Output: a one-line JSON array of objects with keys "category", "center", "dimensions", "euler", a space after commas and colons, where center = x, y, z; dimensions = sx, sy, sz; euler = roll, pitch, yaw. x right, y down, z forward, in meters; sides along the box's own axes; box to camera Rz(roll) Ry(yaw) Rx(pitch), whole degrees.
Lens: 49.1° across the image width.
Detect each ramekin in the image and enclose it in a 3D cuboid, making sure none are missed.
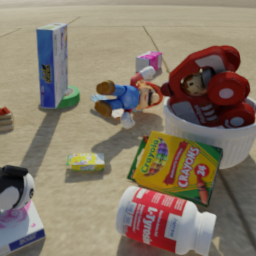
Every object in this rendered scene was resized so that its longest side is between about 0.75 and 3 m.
[{"category": "ramekin", "center": [2.484, -0.019, 8.626], "dimensions": [2.898, 1.521, 2.898], "euler": [0, 30, 0]}]

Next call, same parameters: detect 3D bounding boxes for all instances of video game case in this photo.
[{"category": "video game case", "center": [-2.841, -2.471, 10.763], "dimensions": [0.630, 2.773, 2.513], "euler": [4, 24, -2]}]

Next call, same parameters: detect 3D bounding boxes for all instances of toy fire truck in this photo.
[{"category": "toy fire truck", "center": [2.218, -0.934, 8.076], "dimensions": [2.310, 2.751, 1.543], "euler": [-15, 43, 28]}]

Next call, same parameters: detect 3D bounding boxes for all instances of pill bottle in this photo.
[{"category": "pill bottle", "center": [0.764, 1.916, 5.717], "dimensions": [1.854, 1.041, 1.041], "euler": [11, 31, 20]}]

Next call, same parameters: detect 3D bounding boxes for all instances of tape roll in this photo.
[{"category": "tape roll", "center": [-2.941, -1.377, 12.152], "dimensions": [1.668, 0.401, 1.668], "euler": [1, 29, 0]}]

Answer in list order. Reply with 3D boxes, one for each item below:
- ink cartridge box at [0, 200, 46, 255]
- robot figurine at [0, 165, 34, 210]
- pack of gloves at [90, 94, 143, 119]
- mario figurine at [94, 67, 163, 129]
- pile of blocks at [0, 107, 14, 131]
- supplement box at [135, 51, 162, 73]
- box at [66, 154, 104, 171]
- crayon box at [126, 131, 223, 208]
[{"category": "ink cartridge box", "center": [-2.959, 2.060, 6.147], "dimensions": [1.771, 0.391, 1.804], "euler": [-18, 36, -28]}, {"category": "robot figurine", "center": [-2.667, 1.266, 5.833], "dimensions": [1.069, 0.887, 1.422], "euler": [-13, -22, 37]}, {"category": "pack of gloves", "center": [-0.469, -0.936, 11.574], "dimensions": [1.715, 0.403, 2.041], "euler": [-17, 41, -36]}, {"category": "mario figurine", "center": [0.331, -1.126, 10.095], "dimensions": [2.982, 1.840, 1.580], "euler": [-12, 60, -45]}, {"category": "pile of blocks", "center": [-5.402, -0.437, 10.068], "dimensions": [2.637, 0.819, 1.082], "euler": [2, 30, 4]}, {"category": "supplement box", "center": [1.180, -3.666, 15.702], "dimensions": [0.858, 0.877, 1.696], "euler": [15, 31, 26]}, {"category": "box", "center": [-1.230, 0.985, 8.066], "dimensions": [1.060, 0.256, 0.622], "euler": [2, 25, -7]}, {"category": "crayon box", "center": [1.113, 0.961, 7.194], "dimensions": [2.259, 0.574, 1.434], "euler": [14, 69, 24]}]
